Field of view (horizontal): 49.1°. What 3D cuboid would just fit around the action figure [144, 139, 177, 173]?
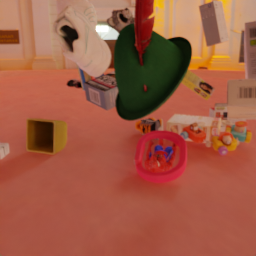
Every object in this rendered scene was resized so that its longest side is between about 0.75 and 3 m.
[{"bbox_3d":[0.986,0.708,8.163,0.832,0.658,2.545,9,19,13],"label":"action figure"}]

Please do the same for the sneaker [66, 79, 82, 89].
[{"bbox_3d":[-1.793,-1.507,9.676,0.752,0.302,0.324,0,29,13],"label":"sneaker"}]

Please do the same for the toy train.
[{"bbox_3d":[3.013,0.051,9.336,2.365,0.658,1.776,-15,37,-27],"label":"toy train"}]

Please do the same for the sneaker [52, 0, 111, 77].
[{"bbox_3d":[-0.818,-1.586,4.286,0.696,0.611,1.736,18,40,-52],"label":"sneaker"}]

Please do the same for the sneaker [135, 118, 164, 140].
[{"bbox_3d":[0.801,0.046,10.292,0.760,0.770,1.968,-4,6,-11],"label":"sneaker"}]

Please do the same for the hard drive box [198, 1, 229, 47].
[{"bbox_3d":[2.810,-3.390,9.115,0.496,1.291,1.006,-6,15,36],"label":"hard drive box"}]

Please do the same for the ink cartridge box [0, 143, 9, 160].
[{"bbox_3d":[-4.036,0.742,8.430,0.594,0.335,0.809,0,16,2],"label":"ink cartridge box"}]

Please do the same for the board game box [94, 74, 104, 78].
[{"bbox_3d":[-1.621,-3.235,11.138,0.443,2.044,2.034,-23,50,-6],"label":"board game box"}]

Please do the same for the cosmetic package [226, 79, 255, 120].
[{"bbox_3d":[2.097,-0.470,4.947,0.668,0.472,1.291,1,-7,22],"label":"cosmetic package"}]

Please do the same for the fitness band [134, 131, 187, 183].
[{"bbox_3d":[0.887,0.721,7.561,1.368,0.357,1.905,2,35,11],"label":"fitness band"}]

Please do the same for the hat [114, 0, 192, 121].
[{"bbox_3d":[-0.117,-1.570,5.051,2.000,2.272,1.882,36,-8,-33],"label":"hat"}]

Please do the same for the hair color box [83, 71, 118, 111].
[{"bbox_3d":[-0.158,-1.159,7.541,1.846,0.560,0.914,-28,39,-33],"label":"hair color box"}]

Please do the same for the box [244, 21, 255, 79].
[{"bbox_3d":[3.652,-1.721,6.955,1.426,1.285,2.535,-3,0,21],"label":"box"}]

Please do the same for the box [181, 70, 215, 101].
[{"bbox_3d":[2.224,-1.408,9.095,1.146,0.287,0.431,34,59,3],"label":"box"}]

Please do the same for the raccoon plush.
[{"bbox_3d":[-0.056,-2.577,8.236,1.235,1.843,0.892,15,36,2],"label":"raccoon plush"}]

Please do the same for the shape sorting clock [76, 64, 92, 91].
[{"bbox_3d":[-1.286,-1.956,8.281,0.477,2.430,2.430,-14,18,-9],"label":"shape sorting clock"}]

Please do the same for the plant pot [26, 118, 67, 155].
[{"bbox_3d":[-2.560,0.210,9.181,1.063,1.056,1.087,5,7,18],"label":"plant pot"}]

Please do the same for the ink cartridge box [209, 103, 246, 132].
[{"bbox_3d":[3.978,-0.475,11.212,1.332,1.170,0.559,0,16,-3],"label":"ink cartridge box"}]

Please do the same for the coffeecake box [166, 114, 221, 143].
[{"bbox_3d":[2.464,0.006,10.432,1.808,0.661,1.388,6,17,21],"label":"coffeecake box"}]
